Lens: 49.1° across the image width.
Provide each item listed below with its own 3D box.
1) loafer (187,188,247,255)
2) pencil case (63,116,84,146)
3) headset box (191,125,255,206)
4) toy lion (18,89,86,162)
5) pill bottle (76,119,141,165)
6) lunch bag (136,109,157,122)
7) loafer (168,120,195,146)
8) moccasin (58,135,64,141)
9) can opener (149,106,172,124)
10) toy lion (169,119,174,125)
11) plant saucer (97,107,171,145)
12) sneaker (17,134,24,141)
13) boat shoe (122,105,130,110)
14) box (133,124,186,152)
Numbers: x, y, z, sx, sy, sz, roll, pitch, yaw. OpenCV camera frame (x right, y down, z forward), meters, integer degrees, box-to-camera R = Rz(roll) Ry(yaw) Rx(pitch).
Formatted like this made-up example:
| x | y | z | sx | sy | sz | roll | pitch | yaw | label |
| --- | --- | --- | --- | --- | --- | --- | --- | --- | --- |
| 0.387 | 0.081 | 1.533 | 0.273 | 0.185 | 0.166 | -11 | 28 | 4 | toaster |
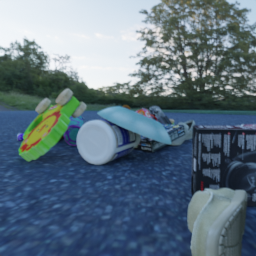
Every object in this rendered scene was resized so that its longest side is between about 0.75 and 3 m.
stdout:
| x | y | z | sx | sy | sz | roll | pitch | yaw | label |
| --- | --- | --- | --- | --- | --- | --- | --- | --- | --- |
| 0.988 | 1.106 | 3.245 | 0.651 | 0.721 | 1.906 | 1 | -4 | 26 | loafer |
| -2.171 | 0.026 | 11.366 | 0.853 | 0.926 | 2.004 | -37 | 20 | 2 | pencil case |
| 1.999 | 0.620 | 4.810 | 1.739 | 1.294 | 0.672 | 0 | 6 | 6 | headset box |
| -2.517 | -0.004 | 8.553 | 2.449 | 2.348 | 0.841 | -9 | -48 | 49 | toy lion |
| -0.461 | 0.316 | 8.309 | 1.209 | 1.209 | 2.090 | 3 | 6 | 26 | pill bottle |
| 0.684 | -0.166 | 11.810 | 1.114 | 1.264 | 0.518 | -27 | 2 | -6 | lunch bag |
| 2.076 | 0.166 | 11.325 | 0.778 | 0.776 | 2.224 | 16 | 21 | 32 | loafer |
| -3.251 | -0.062 | 12.715 | 1.019 | 1.075 | 2.786 | 2 | 5 | 5 | moccasin |
| 1.543 | -0.216 | 12.713 | 0.532 | 0.667 | 1.996 | -6 | 49 | -29 | can opener |
| 1.816 | 0.006 | 13.775 | 1.496 | 0.536 | 1.560 | -6 | 21 | -27 | toy lion |
| 0.263 | -0.183 | 8.300 | 2.378 | 0.458 | 2.378 | 22 | 6 | -2 | plant saucer |
| -4.467 | 0.393 | 12.207 | 0.422 | 0.295 | 0.848 | 2 | 6 | 13 | sneaker |
| -0.624 | -0.280 | 13.861 | 2.037 | 0.717 | 0.716 | -47 | 8 | -31 | boat shoe |
| 0.985 | 0.307 | 10.123 | 1.738 | 0.400 | 1.382 | -24 | 18 | -35 | box |
